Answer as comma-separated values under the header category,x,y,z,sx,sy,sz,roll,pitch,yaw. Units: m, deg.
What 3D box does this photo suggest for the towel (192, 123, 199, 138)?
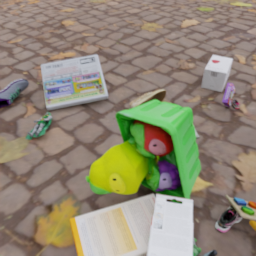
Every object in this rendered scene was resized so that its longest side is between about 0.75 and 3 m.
category,x,y,z,sx,sy,sz,roll,pitch,yaw
towel,2.189,0.070,11.058,1.000,0.179,1.039,-4,39,-5

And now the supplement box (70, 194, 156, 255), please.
category,x,y,z,sx,sy,sz,roll,pitch,yaw
supplement box,-0.138,2.799,7.126,2.380,0.875,1.500,-12,41,-15

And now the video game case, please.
category,x,y,z,sx,sy,sz,roll,pitch,yaw
video game case,-2.488,-2.123,12.790,2.724,0.300,2.479,-12,63,-7

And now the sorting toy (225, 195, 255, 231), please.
category,x,y,z,sx,sy,sz,roll,pitch,yaw
sorting toy,3.342,2.265,7.389,1.130,0.203,1.516,18,12,-7

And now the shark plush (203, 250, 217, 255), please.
category,x,y,z,sx,sy,sz,roll,pitch,yaw
shark plush,1.400,3.292,6.793,1.835,0.833,0.764,-27,15,-22

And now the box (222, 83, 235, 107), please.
category,x,y,z,sx,sy,sz,roll,pitch,yaw
box,4.270,-1.366,11.858,0.235,0.821,1.201,16,3,26

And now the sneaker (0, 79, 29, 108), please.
category,x,y,z,sx,sy,sz,roll,pitch,yaw
sneaker,-5.231,-1.402,12.565,2.053,0.764,0.899,-38,62,-24

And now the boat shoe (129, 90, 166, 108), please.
category,x,y,z,sx,sy,sz,roll,pitch,yaw
boat shoe,0.898,-1.303,12.371,1.849,0.659,0.597,-27,46,-28

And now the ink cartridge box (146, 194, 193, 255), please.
category,x,y,z,sx,sy,sz,roll,pitch,yaw
ink cartridge box,0.982,2.476,6.466,0.969,0.448,1.778,8,48,6

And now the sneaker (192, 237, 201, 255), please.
category,x,y,z,sx,sy,sz,roll,pitch,yaw
sneaker,1.521,2.952,7.399,0.424,0.389,0.996,-15,50,-23

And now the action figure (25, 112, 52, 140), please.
category,x,y,z,sx,sy,sz,roll,pitch,yaw
action figure,-3.441,-0.165,11.150,0.899,0.416,1.523,-9,32,16

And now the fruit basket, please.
category,x,y,z,sx,sy,sz,roll,pitch,yaw
fruit basket,0.429,0.966,7.679,3.102,3.102,2.238,-33,36,-34

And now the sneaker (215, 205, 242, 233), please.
category,x,y,z,sx,sy,sz,roll,pitch,yaw
sneaker,2.933,2.450,7.876,0.462,0.497,1.150,32,48,31

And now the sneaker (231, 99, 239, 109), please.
category,x,y,z,sx,sy,sz,roll,pitch,yaw
sneaker,4.736,-1.154,12.479,0.312,0.289,0.774,-9,39,-11

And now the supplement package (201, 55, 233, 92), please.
category,x,y,z,sx,sy,sz,roll,pitch,yaw
supplement package,4.388,-2.711,13.803,1.049,1.036,1.729,16,42,19
